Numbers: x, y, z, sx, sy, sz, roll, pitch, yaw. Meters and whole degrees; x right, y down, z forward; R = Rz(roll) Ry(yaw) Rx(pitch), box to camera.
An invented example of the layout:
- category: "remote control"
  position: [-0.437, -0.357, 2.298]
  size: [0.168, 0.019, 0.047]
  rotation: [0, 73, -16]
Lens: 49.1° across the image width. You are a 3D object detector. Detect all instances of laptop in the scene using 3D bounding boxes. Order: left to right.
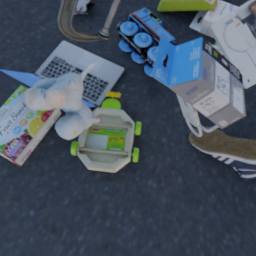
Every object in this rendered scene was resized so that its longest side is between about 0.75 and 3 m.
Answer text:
- category: "laptop"
  position: [-2.002, -1.920, 9.248]
  size: [2.768, 1.713, 2.956]
  rotation: [27, 68, 12]

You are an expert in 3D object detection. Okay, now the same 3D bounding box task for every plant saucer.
- category: "plant saucer"
  position: [2.496, -5.635, 11.218]
  size: [2.305, 0.552, 2.302]
  rotation: [9, 60, 24]

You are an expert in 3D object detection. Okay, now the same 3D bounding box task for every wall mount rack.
- category: "wall mount rack"
  position: [1.600, -0.820, 7.097]
  size: [0.753, 2.020, 1.755]
  rotation: [-31, 38, -6]

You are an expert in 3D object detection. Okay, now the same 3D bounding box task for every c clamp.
- category: "c clamp"
  position: [-0.621, -3.157, 7.153]
  size: [2.133, 2.497, 0.338]
  rotation: [8, 47, -31]

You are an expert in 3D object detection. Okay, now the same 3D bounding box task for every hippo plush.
- category: "hippo plush"
  position: [-1.430, -0.480, 6.343]
  size: [1.308, 1.321, 1.643]
  rotation: [-2, 33, 31]

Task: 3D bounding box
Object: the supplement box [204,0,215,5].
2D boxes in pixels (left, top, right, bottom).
- category: "supplement box"
  position: [1.495, -4.179, 6.719]
  size: [2.193, 0.806, 1.382]
  rotation: [30, 64, -1]

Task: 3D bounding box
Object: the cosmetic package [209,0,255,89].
- category: "cosmetic package"
  position: [4.054, -2.724, 7.863]
  size: [2.796, 0.722, 2.108]
  rotation: [-31, 95, 18]

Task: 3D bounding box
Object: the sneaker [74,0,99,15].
- category: "sneaker"
  position: [-1.730, -5.266, 11.476]
  size: [1.114, 0.619, 1.592]
  rotation: [9, 74, 2]

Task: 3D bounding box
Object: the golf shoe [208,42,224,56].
- category: "golf shoe"
  position: [2.963, -2.616, 10.158]
  size: [1.858, 0.727, 0.903]
  rotation: [-15, 71, -6]

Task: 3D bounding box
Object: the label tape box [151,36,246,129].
- category: "label tape box"
  position: [1.391, -1.013, 5.304]
  size: [1.815, 0.574, 1.308]
  rotation: [33, 47, -20]

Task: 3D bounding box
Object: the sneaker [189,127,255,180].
- category: "sneaker"
  position: [3.051, 0.799, 8.548]
  size: [2.416, 1.311, 0.847]
  rotation: [18, 65, 42]

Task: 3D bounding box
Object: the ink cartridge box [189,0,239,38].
- category: "ink cartridge box"
  position: [3.642, -4.116, 10.809]
  size: [2.184, 0.735, 1.279]
  rotation: [26, 68, 12]

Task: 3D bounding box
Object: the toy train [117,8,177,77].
- category: "toy train"
  position: [0.827, -3.051, 10.105]
  size: [1.579, 1.198, 2.763]
  rotation: [-35, 69, -21]

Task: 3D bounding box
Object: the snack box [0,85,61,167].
- category: "snack box"
  position: [-3.460, -0.116, 9.010]
  size: [1.580, 0.589, 2.222]
  rotation: [27, 68, 12]

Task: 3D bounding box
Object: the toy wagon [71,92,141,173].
- category: "toy wagon"
  position: [-0.623, 0.076, 8.968]
  size: [2.057, 0.525, 2.651]
  rotation: [6, 64, 3]
